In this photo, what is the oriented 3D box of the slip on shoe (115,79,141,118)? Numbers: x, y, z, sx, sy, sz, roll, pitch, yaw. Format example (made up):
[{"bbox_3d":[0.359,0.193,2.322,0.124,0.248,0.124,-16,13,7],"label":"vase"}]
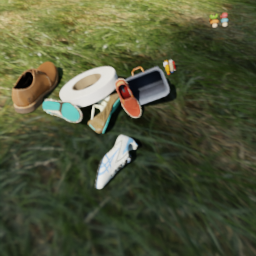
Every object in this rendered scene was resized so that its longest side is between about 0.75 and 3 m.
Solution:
[{"bbox_3d":[-0.003,-0.895,8.940,0.520,1.403,0.429,-25,23,6],"label":"slip on shoe"}]

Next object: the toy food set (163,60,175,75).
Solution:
[{"bbox_3d":[1.704,-2.509,11.542,0.423,0.398,0.885,-12,23,7],"label":"toy food set"}]

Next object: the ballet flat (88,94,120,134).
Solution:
[{"bbox_3d":[-0.768,-0.610,9.060,0.695,0.651,1.920,27,49,-1],"label":"ballet flat"}]

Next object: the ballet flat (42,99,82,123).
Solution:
[{"bbox_3d":[-1.943,-0.560,8.656,1.584,0.599,0.506,21,9,26],"label":"ballet flat"}]

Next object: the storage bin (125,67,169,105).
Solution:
[{"bbox_3d":[0.524,-1.539,9.472,1.541,1.122,1.035,-19,22,16],"label":"storage bin"}]

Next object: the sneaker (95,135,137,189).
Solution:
[{"bbox_3d":[-0.317,0.895,7.410,0.642,0.637,1.772,25,51,12],"label":"sneaker"}]

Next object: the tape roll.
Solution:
[{"bbox_3d":[-1.354,-1.429,9.653,2.109,0.385,2.109,-17,33,12],"label":"tape roll"}]

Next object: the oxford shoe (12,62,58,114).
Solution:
[{"bbox_3d":[-3.288,-1.771,10.144,1.032,1.031,2.892,3,40,7],"label":"oxford shoe"}]

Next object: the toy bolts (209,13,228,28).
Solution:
[{"bbox_3d":[4.840,-5.667,15.030,0.943,0.654,0.901,-7,1,6],"label":"toy bolts"}]
